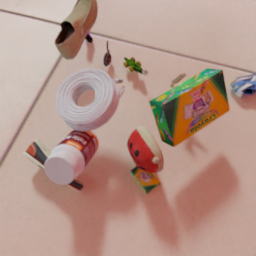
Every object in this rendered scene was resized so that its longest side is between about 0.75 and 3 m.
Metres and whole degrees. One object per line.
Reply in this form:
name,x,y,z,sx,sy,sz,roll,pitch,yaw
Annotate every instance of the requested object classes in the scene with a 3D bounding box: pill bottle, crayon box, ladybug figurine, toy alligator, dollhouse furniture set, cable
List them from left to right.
pill bottle,-1.737,0.838,8.785,1.126,1.126,1.971,14,26,7
cable,-1.308,-0.914,9.019,2.072,0.717,2.072,11,73,19
toy alligator,0.311,-2.450,11.496,0.521,0.378,1.573,-36,52,-9
ladybug figurine,0.493,0.745,9.027,0.797,2.214,1.503,-22,102,-7
crayon box,0.589,1.718,9.668,0.575,0.282,0.968,-33,67,-16
dollhouse furniture set,1.993,-1.317,9.869,0.571,0.488,1.102,-24,79,-47
crayon box,1.990,-0.683,8.842,2.492,1.480,0.726,-31,29,-19

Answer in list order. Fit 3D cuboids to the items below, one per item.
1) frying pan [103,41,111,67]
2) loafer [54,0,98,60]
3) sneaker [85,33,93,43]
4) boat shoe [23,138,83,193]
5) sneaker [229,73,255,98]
frying pan,-0.817,-3.082,11.805,0.166,0.618,1.022,15,93,21
loafer,-2.037,-4.026,10.889,1.029,0.929,2.720,19,88,30
sneaker,-1.766,-3.990,12.357,0.325,0.936,0.466,-40,88,11
boat shoe,-2.415,1.276,9.425,2.411,0.858,0.754,34,69,10
sneaker,5.103,-1.741,11.276,1.913,0.707,0.787,-17,67,-2
